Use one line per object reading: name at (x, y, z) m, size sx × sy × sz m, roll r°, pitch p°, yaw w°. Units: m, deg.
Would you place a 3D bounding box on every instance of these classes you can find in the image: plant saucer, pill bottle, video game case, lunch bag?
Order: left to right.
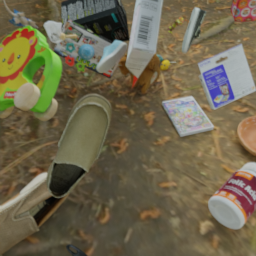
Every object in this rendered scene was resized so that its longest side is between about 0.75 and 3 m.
video game case at (2.195, -0.478, 10.512) m, size 1.296 × 0.163 × 1.810 m, roll -12°, pitch 47°, yaw -11°
pill bottle at (3.110, 1.798, 7.674) m, size 1.784 × 1.018 × 1.018 m, roll -35°, pitch 55°, yaw -29°
lunch bag at (3.638, -3.611, 7.988) m, size 1.212 × 1.067 × 0.497 m, roll -3°, pitch 56°, yaw 0°
plant saucer at (4.702, 0.388, 9.520) m, size 1.981 × 0.371 × 1.981 m, roll 0°, pitch 46°, yaw 0°

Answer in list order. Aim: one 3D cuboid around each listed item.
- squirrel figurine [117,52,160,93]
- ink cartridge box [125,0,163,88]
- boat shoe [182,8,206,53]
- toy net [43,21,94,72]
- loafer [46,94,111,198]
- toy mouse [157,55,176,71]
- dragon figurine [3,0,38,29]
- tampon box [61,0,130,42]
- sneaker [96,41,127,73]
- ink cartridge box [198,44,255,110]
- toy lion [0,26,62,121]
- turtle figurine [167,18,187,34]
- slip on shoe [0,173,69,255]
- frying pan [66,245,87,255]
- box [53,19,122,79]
squirrel figurine at (0.377, -2.574, 11.429) m, size 1.670 × 1.789 × 1.266 m, roll 31°, pitch 58°, yaw 15°
ink cartridge box at (0.304, -2.877, 8.883) m, size 0.848 × 2.973 × 2.416 m, roll 11°, pitch 78°, yaw -13°
boat shoe at (1.781, -2.581, 7.550) m, size 0.381 × 1.195 × 0.423 m, roll 15°, pitch 18°, yaw -6°
toy net at (-1.986, -2.671, 9.080) m, size 0.953 × 1.817 × 0.351 m, roll -52°, pitch 25°, yaw 8°
loafer at (-0.953, 0.451, 5.486) m, size 0.877 × 2.305 × 0.777 m, roll 19°, pitch 19°, yaw -17°
toy mouse at (1.220, -3.063, 12.941) m, size 1.390 × 0.303 × 1.564 m, roll 30°, pitch 53°, yaw 26°
dragon figurine at (-3.742, -3.720, 9.604) m, size 0.808 × 1.624 × 0.478 m, roll 29°, pitch 92°, yaw 39°
tampon box at (-1.218, -4.044, 10.613) m, size 2.122 × 1.591 × 1.340 m, roll -11°, pitch 68°, yaw 13°
sneaker at (-0.640, -2.336, 9.125) m, size 0.558 × 0.504 × 1.363 m, roll 33°, pitch 67°, yaw 25°
ink cartridge box at (2.882, -1.493, 8.263) m, size 1.463 × 1.477 × 0.320 m, roll -24°, pitch 13°, yaw -4°
toy lion at (-2.468, -1.370, 6.528) m, size 2.349 × 0.807 × 2.252 m, roll 5°, pitch 72°, yaw 31°
turtle figurine at (1.881, -4.072, 10.998) m, size 0.305 × 0.763 × 0.947 m, roll 50°, pitch 27°, yaw -4°
slip on shoe at (-2.685, 2.365, 7.094) m, size 0.900 × 1.130 × 2.972 m, roll 17°, pitch 40°, yaw 29°
frying pan at (-0.539, 3.578, 6.406) m, size 2.247 × 0.366 × 1.359 m, roll 7°, pitch 45°, yaw 9°
box at (-1.372, -2.756, 9.929) m, size 2.235 × 1.230 × 0.388 m, roll 22°, pitch 28°, yaw -20°
